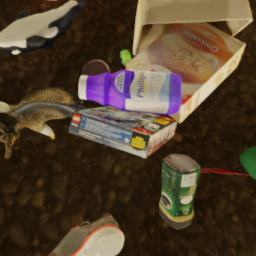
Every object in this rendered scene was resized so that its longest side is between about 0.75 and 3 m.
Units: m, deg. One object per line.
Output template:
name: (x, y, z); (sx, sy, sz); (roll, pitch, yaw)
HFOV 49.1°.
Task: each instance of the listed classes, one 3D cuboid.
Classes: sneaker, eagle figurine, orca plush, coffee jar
sneaker: (-1.256, 2.972, 6.712); (2.568, 1.052, 0.990); (-31, 116, 1)
eagle figurine: (-2.554, -0.403, 8.166); (2.471, 1.865, 1.875); (-37, 68, 2)
orca plush: (-2.187, -2.549, 7.379); (1.298, 0.877, 2.467); (37, 72, 20)
coffee jar: (1.180, 1.518, 6.621); (0.707, 0.864, 1.656); (-9, 116, -25)

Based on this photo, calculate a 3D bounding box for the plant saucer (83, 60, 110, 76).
plant saucer: (-0.895, -1.562, 7.847); (0.752, 0.752, 0.130); (-15, 35, -4)

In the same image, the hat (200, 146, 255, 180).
hat: (3.575, 1.009, 8.431); (2.148, 1.891, 1.779); (26, 75, -34)

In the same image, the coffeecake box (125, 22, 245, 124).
coffeecake box: (1.606, -1.798, 8.111); (2.070, 0.985, 2.697); (40, 73, 23)

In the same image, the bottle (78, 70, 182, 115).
bottle: (0.044, -0.809, 6.141); (2.193, 0.716, 0.916); (5, 63, 1)

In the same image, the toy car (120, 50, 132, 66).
toy car: (0.004, -2.027, 9.195); (1.356, 0.303, 1.276); (-14, 76, -4)

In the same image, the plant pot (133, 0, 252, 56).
plant pot: (1.514, -3.718, 8.065); (2.779, 2.775, 2.460); (-4, 89, -3)

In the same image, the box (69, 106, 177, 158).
box: (0.048, -0.056, 7.145); (1.879, 2.744, 0.547); (18, 104, 17)
